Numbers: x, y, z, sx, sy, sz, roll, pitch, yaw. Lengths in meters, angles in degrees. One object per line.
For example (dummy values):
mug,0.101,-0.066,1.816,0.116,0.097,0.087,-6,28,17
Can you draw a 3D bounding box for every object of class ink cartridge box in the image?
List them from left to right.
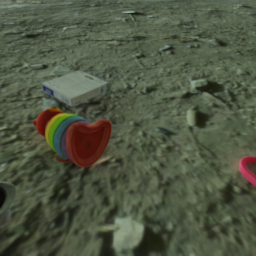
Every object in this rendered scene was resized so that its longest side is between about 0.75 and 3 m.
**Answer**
ink cartridge box,-2.114,-1.657,11.360,1.912,0.422,1.947,28,41,34

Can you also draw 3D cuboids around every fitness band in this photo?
fitness band,3.603,1.211,7.366,0.996,0.260,1.387,-17,37,-19

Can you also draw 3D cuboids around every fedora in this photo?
fedora,-3.125,1.819,6.082,1.490,0.673,1.318,-7,34,-4

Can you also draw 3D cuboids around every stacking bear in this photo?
stacking bear,-1.788,0.097,7.978,2.295,1.305,1.394,24,22,38

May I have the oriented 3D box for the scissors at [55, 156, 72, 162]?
scissors,-1.516,0.912,7.952,1.139,0.079,0.417,14,34,17
